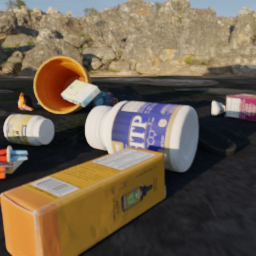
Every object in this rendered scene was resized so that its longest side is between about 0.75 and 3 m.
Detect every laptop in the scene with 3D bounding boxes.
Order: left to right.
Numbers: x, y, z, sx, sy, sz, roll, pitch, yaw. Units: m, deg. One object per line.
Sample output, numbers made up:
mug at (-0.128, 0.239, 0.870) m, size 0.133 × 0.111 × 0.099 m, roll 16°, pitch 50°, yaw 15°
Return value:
laptop at (0.667, -1.906, 15.530) m, size 2.647 × 1.367 × 2.346 m, roll 44°, pitch 30°, yaw 17°

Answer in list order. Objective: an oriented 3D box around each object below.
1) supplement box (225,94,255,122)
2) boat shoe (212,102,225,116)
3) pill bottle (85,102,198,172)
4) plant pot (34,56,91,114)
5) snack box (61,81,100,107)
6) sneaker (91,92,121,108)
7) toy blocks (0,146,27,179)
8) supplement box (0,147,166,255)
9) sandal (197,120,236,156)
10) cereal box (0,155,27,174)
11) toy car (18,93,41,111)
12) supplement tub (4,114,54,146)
supplement box at (5.469, -0.881, 12.258) m, size 1.293 × 1.019 × 1.975 m, roll -12°, pitch 18°, yaw -42°
boat shoe at (4.364, -0.920, 13.479) m, size 0.633 × 0.665 × 1.847 m, roll 3°, pitch 4°, yaw 16°
pill bottle at (0.295, 0.130, 7.016) m, size 2.579 × 1.544 × 1.544 m, roll 7°, pitch 15°, yaw 30°
plant pot at (-2.924, -2.013, 14.107) m, size 2.656 × 2.656 × 2.431 m, roll 2°, pitch 2°, yaw 10°
snack box at (-1.644, -1.186, 9.541) m, size 1.334 × 0.248 × 0.775 m, roll 24°, pitch 64°, yaw 45°
sneaker at (-1.035, -1.575, 15.441) m, size 1.090 × 0.905 × 2.282 m, roll 13°, pitch 19°, yaw 38°
toy blocks at (-2.872, 0.802, 6.126) m, size 1.209 × 0.439 × 1.008 m, roll -3°, pitch 33°, yaw -13°
supplement box at (-0.472, 1.075, 4.453) m, size 0.940 × 0.909 × 2.732 m, roll 9°, pitch 16°, yaw 42°
sandal at (2.061, 0.255, 8.776) m, size 1.080 × 0.648 × 2.875 m, roll -13°, pitch 33°, yaw -26°
cereal box at (-3.048, 0.836, 6.890) m, size 0.758 × 0.208 × 1.054 m, roll 0°, pitch 14°, yaw -1°
toy car at (-5.037, -1.184, 15.092) m, size 0.727 × 1.072 × 2.186 m, roll -41°, pitch -19°, yaw 17°
supplement tub at (-3.015, 0.067, 8.573) m, size 1.263 × 0.912 × 0.912 m, roll 4°, pitch 14°, yaw 21°
